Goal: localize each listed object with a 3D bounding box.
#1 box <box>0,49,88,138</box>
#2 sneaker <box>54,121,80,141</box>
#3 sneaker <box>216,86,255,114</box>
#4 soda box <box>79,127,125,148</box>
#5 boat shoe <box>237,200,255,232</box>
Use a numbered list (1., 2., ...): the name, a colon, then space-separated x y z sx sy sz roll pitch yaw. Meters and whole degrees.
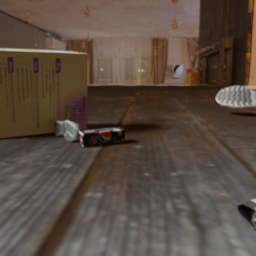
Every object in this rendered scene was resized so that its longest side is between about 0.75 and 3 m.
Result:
1. box: -2.729 -1.131 8.544 2.727 2.399 1.319 -7 19 -29
2. sneaker: -1.602 0.024 7.895 0.601 0.527 1.500 -3 10 -32
3. sneaker: 5.326 -0.991 12.177 2.949 1.102 1.209 11 -26 24
4. soda box: -0.663 0.233 7.192 1.136 0.360 0.402 -6 14 -26
5. boat shoe: 1.506 1.064 3.123 0.268 0.324 0.945 -6 4 2
